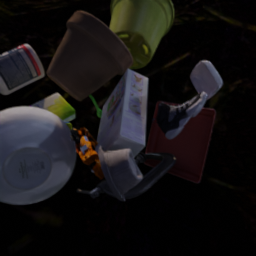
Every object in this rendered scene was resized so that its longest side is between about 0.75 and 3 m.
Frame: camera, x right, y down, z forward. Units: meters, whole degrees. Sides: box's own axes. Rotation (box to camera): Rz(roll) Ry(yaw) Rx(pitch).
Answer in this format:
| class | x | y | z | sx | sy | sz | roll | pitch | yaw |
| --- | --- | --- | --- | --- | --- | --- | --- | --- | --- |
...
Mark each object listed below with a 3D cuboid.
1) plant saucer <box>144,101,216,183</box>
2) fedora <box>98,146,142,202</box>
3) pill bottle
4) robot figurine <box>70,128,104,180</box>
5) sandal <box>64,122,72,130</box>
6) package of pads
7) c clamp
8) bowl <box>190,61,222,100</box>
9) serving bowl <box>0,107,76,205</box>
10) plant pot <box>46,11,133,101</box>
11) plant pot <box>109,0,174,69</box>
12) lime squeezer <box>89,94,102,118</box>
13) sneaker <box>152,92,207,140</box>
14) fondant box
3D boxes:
| class | x | y | z | sx | sy | sz | roll | pitch | yaw |
| --- | --- | --- | --- | --- | --- | --- | --- | --- | --- |
| plant saucer | 1.591 | 0.368 | 8.664 | 2.147 | 0.394 | 2.142 | 14 | 92 | 43 |
| fedora | -0.117 | 0.950 | 6.464 | 0.704 | 1.558 | 1.378 | -24 | 79 | 2 |
| pill bottle | -4.611 | -2.098 | 10.752 | 2.381 | 1.424 | 1.424 | -33 | 61 | -22 |
| robot figurine | -0.960 | 0.551 | 6.971 | 0.447 | 1.113 | 1.535 | -35 | 36 | 0 |
| sandal | -2.450 | 0.159 | 9.178 | 0.628 | 0.574 | 1.443 | 17 | 29 | 31 |
| package of pads | -2.843 | -0.502 | 10.053 | 1.539 | 0.525 | 1.189 | -32 | 60 | -26 |
| c clamp | 0.032 | 1.350 | 8.415 | 2.702 | 0.366 | 2.309 | -30 | 18 | -31 |
| bowl | 2.343 | -1.424 | 8.283 | 0.372 | 0.996 | 0.998 | -24 | 75 | -20 |
| serving bowl | -2.756 | 0.920 | 7.626 | 2.880 | 2.880 | 0.947 | -23 | 26 | -16 |
| plant pot | -1.449 | -2.156 | 9.407 | 2.552 | 2.552 | 2.225 | 36 | 84 | 23 |
| plant pot | 0.306 | -3.826 | 11.124 | 2.742 | 2.742 | 2.521 | 10 | 56 | 7 |
| lime squeezer | -0.693 | -0.573 | 10.218 | 1.912 | 0.361 | 0.675 | 25 | 94 | -11 |
| sneaker | 1.394 | -0.537 | 7.839 | 0.936 | 0.621 | 1.645 | 43 | 93 | 18 |
| fondant box | -0.222 | -0.142 | 8.371 | 0.788 | 1.953 | 2.707 | 20 | 47 | -18 |
